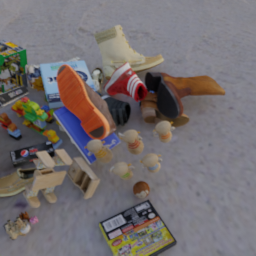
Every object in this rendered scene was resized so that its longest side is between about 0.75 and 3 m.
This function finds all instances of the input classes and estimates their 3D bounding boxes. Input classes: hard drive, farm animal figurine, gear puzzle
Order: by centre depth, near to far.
[{"bbox_3d":[-2.594,2.453,6.855,0.723,0.450,0.895,-25,12,-33],"label":"farm animal figurine"},{"bbox_3d":[-1.260,0.015,8.750,1.257,0.242,1.906,-36,90,-32],"label":"hard drive"},{"bbox_3d":[-2.352,-1.351,10.469,2.756,0.361,1.427,26,62,11],"label":"gear puzzle"}]

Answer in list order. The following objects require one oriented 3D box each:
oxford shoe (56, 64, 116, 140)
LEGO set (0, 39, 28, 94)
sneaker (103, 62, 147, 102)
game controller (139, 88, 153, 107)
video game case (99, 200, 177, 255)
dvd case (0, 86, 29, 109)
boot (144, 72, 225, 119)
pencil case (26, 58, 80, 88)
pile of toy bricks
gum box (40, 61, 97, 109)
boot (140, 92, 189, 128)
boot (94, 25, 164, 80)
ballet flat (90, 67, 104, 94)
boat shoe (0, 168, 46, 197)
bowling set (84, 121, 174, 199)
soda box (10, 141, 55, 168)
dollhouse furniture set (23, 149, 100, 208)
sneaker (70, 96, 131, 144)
[{"bbox_3d":[-1.283,-0.801,8.529,2.574,0.918,0.938,59,29,6],"label":"oxford shoe"},{"bbox_3d":[-4.737,-2.233,10.471,1.310,2.260,1.738,27,50,19],"label":"LEGO set"},{"bbox_3d":[-0.110,-1.330,10.207,0.901,2.301,1.329,-39,89,-14],"label":"sneaker"},{"bbox_3d":[1.060,-1.217,10.840,0.897,0.362,1.719,13,47,15],"label":"game controller"},{"bbox_3d":[0.214,2.631,6.968,1.490,0.190,1.347,-20,47,-21],"label":"video game case"},{"bbox_3d":[-4.213,-0.480,8.177,2.157,0.355,2.870,-29,16,1],"label":"dvd case"},{"bbox_3d":[2.192,-1.157,9.853,2.693,0.922,2.535,0,29,-20],"label":"boot"},{"bbox_3d":[-3.022,-2.295,11.527,2.225,0.995,0.866,-15,47,-17],"label":"pencil case"},{"bbox_3d":[-3.153,-0.421,9.304,2.738,1.352,1.519,22,48,21],"label":"pile of toy bricks"},{"bbox_3d":[-2.191,-1.635,10.182,1.688,0.443,1.987,-10,50,-19],"label":"gum box"},{"bbox_3d":[1.286,-0.723,9.959,1.707,0.629,1.321,8,46,-11],"label":"boot"},{"bbox_3d":[0.056,-3.315,11.787,2.683,2.085,0.977,-18,6,-11],"label":"boot"},{"bbox_3d":[-1.367,-1.783,11.246,0.688,0.637,1.951,2,44,0],"label":"ballet flat"},{"bbox_3d":[-3.045,1.403,7.886,1.783,0.679,0.639,-15,47,-14],"label":"boat shoe"},{"bbox_3d":[0.281,0.916,7.573,2.517,1.351,1.752,-21,66,3],"label":"bowling set"},{"bbox_3d":[-2.906,0.802,8.549,1.245,0.441,0.394,-14,66,-20],"label":"soda box"},{"bbox_3d":[-1.710,1.414,7.356,1.565,1.438,1.018,-5,40,-47],"label":"dollhouse furniture set"},{"bbox_3d":[-0.808,-0.272,9.381,1.254,0.894,2.529,12,40,29],"label":"sneaker"}]
